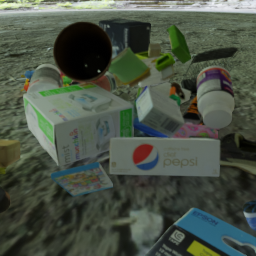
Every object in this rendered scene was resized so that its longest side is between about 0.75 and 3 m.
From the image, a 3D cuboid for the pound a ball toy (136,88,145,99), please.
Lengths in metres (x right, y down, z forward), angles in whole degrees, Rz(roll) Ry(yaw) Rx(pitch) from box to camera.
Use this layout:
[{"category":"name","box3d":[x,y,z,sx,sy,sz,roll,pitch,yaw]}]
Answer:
[{"category":"pound a ball toy","box3d":[0.513,-1.023,10.051,0.320,0.752,0.491,5,16,-20]}]

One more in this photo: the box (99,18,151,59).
[{"category":"box","box3d":[-0.204,-4.097,14.070,1.418,2.376,2.416,-22,35,-36]}]

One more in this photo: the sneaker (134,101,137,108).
[{"category":"sneaker","box3d":[0.476,-0.516,8.342,0.546,0.484,1.306,-47,34,0]}]

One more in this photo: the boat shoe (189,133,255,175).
[{"category":"boat shoe","box3d":[2.686,0.512,7.028,2.505,0.823,0.895,16,31,28]}]

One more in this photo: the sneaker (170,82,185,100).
[{"category":"sneaker","box3d":[1.808,-1.292,9.902,0.288,0.818,0.309,-40,39,12]}]

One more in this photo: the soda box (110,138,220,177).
[{"category":"soda box","box3d":[0.800,0.643,6.438,2.422,0.825,0.771,1,0,3]}]

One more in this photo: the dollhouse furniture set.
[{"category":"dollhouse furniture set","box3d":[0.675,-2.180,9.816,2.989,1.494,1.154,-27,50,30]}]

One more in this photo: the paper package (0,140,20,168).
[{"category":"paper package","box3d":[-3.211,0.599,6.716,0.955,0.518,1.002,1,5,-5]}]

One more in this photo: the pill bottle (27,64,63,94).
[{"category":"pill bottle","box3d":[-2.938,-1.518,10.110,1.159,1.159,2.034,-5,33,-9]}]

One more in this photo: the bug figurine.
[{"category":"bug figurine","box3d":[-3.561,-2.097,12.121,2.075,0.689,2.676,-9,29,-16]}]

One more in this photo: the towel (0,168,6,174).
[{"category":"towel","box3d":[-4.503,0.939,6.428,2.983,0.269,1.284,5,7,9]}]

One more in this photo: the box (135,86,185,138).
[{"category":"box","box3d":[0.781,-0.422,7.124,0.989,0.564,1.075,26,30,-21]}]

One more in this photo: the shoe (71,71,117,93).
[{"category":"shoe","box3d":[-1.731,-1.690,10.758,1.289,1.013,2.834,-22,25,-30]}]

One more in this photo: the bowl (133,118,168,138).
[{"category":"bowl","box3d":[0.642,-0.003,7.961,1.116,0.219,1.116,19,-8,3]}]

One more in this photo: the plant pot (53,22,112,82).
[{"category":"plant pot","box3d":[-1.246,-2.189,8.861,1.712,1.712,1.831,2,1,3]}]

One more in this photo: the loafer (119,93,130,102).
[{"category":"loafer","box3d":[-0.328,-0.928,10.119,0.421,0.369,1.172,46,36,5]}]

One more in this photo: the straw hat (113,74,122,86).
[{"category":"straw hat","box3d":[-0.413,-2.022,11.734,0.470,1.111,1.111,17,29,0]}]

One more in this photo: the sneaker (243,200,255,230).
[{"category":"sneaker","box3d":[2.498,1.379,4.605,1.130,0.435,0.428,-13,12,13]}]

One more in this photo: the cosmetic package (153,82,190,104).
[{"category":"cosmetic package","box3d":[1.453,-1.228,10.716,1.561,0.403,1.177,-25,40,-39]}]

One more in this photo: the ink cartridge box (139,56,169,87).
[{"category":"ink cartridge box","box3d":[1.122,-2.519,12.204,1.402,1.235,0.313,-14,32,-17]}]

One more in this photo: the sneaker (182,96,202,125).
[{"category":"sneaker","box3d":[2.198,-0.580,9.269,0.701,0.692,1.791,13,32,19]}]

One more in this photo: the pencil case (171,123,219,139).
[{"category":"pencil case","box3d":[1.908,0.118,8.086,1.331,0.582,0.582,8,29,18]}]

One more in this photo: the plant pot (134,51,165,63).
[{"category":"plant pot","box3d":[1.079,-2.881,13.131,1.241,1.127,1.235,-23,36,-35]}]

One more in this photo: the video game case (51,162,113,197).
[{"category":"video game case","box3d":[-0.802,0.983,5.182,0.842,1.177,0.105,-14,60,2]}]

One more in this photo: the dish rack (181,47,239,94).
[{"category":"dish rack","box3d":[3.040,-2.124,10.489,1.821,2.374,0.648,-12,73,-7]}]

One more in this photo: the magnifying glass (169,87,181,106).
[{"category":"magnifying glass","box3d":[1.395,-0.927,8.863,0.593,0.167,1.489,-29,24,25]}]

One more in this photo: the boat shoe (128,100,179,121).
[{"category":"boat shoe","box3d":[0.531,-0.621,9.206,2.306,0.739,0.850,0,32,2]}]

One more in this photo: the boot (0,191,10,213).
[{"category":"boot","box3d":[-3.258,1.316,5.743,1.951,0.718,0.736,1,21,8]}]

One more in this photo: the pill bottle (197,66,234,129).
[{"category":"pill bottle","box3d":[2.439,-0.853,7.854,0.975,0.975,1.750,4,48,8]}]

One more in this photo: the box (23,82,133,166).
[{"category":"box","box3d":[-1.477,-0.255,8.064,2.266,1.241,2.568,-15,30,-30]}]

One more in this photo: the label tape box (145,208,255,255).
[{"category":"label tape box","box3d":[0.901,2.463,3.258,2.113,0.975,2.949,22,33,34]}]

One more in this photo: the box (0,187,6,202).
[{"category":"box","box3d":[-3.803,1.485,4.682,2.716,0.667,2.189,13,51,24]}]
